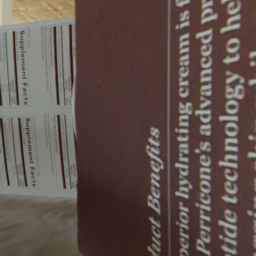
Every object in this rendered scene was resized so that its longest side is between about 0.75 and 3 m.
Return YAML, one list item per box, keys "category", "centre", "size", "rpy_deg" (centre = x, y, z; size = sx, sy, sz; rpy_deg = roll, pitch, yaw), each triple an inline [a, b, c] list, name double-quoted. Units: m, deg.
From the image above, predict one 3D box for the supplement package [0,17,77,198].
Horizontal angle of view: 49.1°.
- category: "supplement package"
  centre: [-1.109, -0.331, 4.460]
  size: [2.780, 2.044, 2.658]
  rpy_deg: [0, 7, 15]

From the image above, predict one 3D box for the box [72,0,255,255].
- category: "box"
  centre: [1.211, -0.112, 1.546]
  size: [2.166, 2.188, 2.637]
  rpy_deg: [-3, 6, -34]
